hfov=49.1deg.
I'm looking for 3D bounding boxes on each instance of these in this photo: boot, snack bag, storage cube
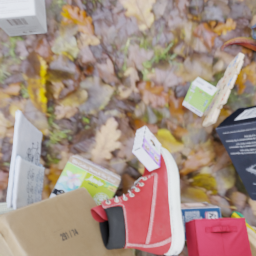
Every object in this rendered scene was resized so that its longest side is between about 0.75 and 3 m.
[{"bbox_3d":[0.150,1.542,6.946,2.088,1.048,2.895,12,48,-15],"label":"boot"},{"bbox_3d":[-2.701,0.988,7.704,0.260,2.286,2.425,-1,74,-2],"label":"snack bag"},{"bbox_3d":[2.063,2.787,6.519,1.176,1.376,1.237,-2,67,0],"label":"storage cube"}]

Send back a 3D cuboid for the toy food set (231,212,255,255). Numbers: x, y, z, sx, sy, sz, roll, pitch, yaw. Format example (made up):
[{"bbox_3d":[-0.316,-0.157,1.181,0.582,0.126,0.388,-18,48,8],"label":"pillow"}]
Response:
[{"bbox_3d":[3.292,3.365,7.693,0.489,1.991,2.011,-26,49,-24],"label":"toy food set"}]

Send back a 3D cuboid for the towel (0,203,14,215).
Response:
[{"bbox_3d":[-3.538,2.892,8.698,1.220,0.211,1.175,-7,88,-3],"label":"towel"}]

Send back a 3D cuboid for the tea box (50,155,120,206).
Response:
[{"bbox_3d":[-1.257,1.835,8.285,1.602,1.070,1.576,26,87,0],"label":"tea box"}]

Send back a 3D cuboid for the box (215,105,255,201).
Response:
[{"bbox_3d":[3.910,0.663,7.532,1.321,1.874,2.532,-34,100,-29],"label":"box"}]

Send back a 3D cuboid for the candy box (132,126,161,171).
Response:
[{"bbox_3d":[0.494,0.516,7.130,0.319,0.893,0.749,-28,116,27],"label":"candy box"}]

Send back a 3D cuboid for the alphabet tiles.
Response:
[{"bbox_3d":[2.714,-1.041,8.057,0.156,2.092,2.139,25,84,5],"label":"alphabet tiles"}]

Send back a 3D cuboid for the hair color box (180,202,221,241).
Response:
[{"bbox_3d":[1.069,2.676,8.061,2.844,1.422,0.861,-2,81,0],"label":"hair color box"}]

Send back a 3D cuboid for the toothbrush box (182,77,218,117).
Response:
[{"bbox_3d":[2.043,-0.875,8.015,0.668,0.918,0.395,36,55,18],"label":"toothbrush box"}]

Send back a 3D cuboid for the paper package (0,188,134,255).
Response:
[{"bbox_3d":[-1.415,2.939,6.017,1.472,2.846,2.713,-44,74,16],"label":"paper package"}]

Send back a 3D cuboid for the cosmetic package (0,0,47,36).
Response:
[{"bbox_3d":[-3.374,-3.889,8.728,1.290,1.282,1.542,-5,86,0],"label":"cosmetic package"}]

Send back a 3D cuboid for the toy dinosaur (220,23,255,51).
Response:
[{"bbox_3d":[4.986,-2.592,8.973,2.575,2.837,1.490,46,49,-18],"label":"toy dinosaur"}]
